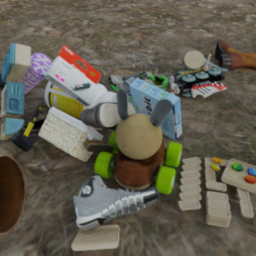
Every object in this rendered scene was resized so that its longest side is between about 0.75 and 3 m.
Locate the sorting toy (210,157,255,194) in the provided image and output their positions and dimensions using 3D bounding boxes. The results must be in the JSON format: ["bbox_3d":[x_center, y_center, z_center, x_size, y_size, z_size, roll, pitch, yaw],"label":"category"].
[{"bbox_3d":[3.199,1.300,8.379,1.516,0.203,1.129,18,35,25],"label":"sorting toy"}]

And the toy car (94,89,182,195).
[{"bbox_3d":[0.361,0.181,7.961,2.282,2.778,2.192,12,39,14],"label":"toy car"}]

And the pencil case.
[{"bbox_3d":[-3.885,-2.100,11.187,1.054,1.035,2.466,4,-14,-45],"label":"pencil case"}]

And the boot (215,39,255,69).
[{"bbox_3d":[5.880,-3.833,14.422,2.513,0.860,2.365,1,39,0],"label":"boot"}]

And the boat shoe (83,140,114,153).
[{"bbox_3d":[-0.893,0.549,8.606,1.030,0.370,0.350,17,22,-44],"label":"boat shoe"}]

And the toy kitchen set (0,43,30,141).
[{"bbox_3d":[-4.589,-1.222,9.106,2.346,1.725,2.928,5,72,-33],"label":"toy kitchen set"}]

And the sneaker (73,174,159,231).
[{"bbox_3d":[-0.389,1.659,7.342,2.241,0.841,1.294,-17,56,-14],"label":"sneaker"}]

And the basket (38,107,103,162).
[{"bbox_3d":[-1.867,0.235,8.995,1.687,1.144,1.041,24,81,30],"label":"basket"}]

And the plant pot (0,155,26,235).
[{"bbox_3d":[-4.026,1.718,7.055,2.050,1.916,1.916,-6,39,9],"label":"plant pot"}]

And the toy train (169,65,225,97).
[{"bbox_3d":[2.970,-2.113,12.258,2.375,1.012,1.353,-16,34,-14],"label":"toy train"}]

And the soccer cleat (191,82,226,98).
[{"bbox_3d":[3.303,-1.527,11.519,1.397,0.595,0.479,-3,26,5],"label":"soccer cleat"}]

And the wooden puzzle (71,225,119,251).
[{"bbox_3d":[-0.731,2.657,6.665,1.045,0.261,1.128,-4,1,-1],"label":"wooden puzzle"}]

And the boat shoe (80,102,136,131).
[{"bbox_3d":[-0.493,-0.354,8.575,0.779,0.914,2.735,-2,-2,22],"label":"boat shoe"}]

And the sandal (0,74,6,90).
[{"bbox_3d":[-5.360,-1.881,12.428,1.890,0.452,0.710,24,40,8],"label":"sandal"}]

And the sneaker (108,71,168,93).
[{"bbox_3d":[0.391,-1.845,11.086,2.529,1.077,0.987,1,48,-24],"label":"sneaker"}]

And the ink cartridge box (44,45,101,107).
[{"bbox_3d":[-1.680,-1.751,9.244,0.368,1.691,1.467,-14,48,50],"label":"ink cartridge box"}]

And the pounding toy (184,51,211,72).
[{"bbox_3d":[2.941,-2.822,12.096,1.092,0.507,0.843,12,79,7],"label":"pounding toy"}]

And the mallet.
[{"bbox_3d":[-3.383,-0.137,9.492,0.415,0.664,2.015,-25,43,28],"label":"mallet"}]

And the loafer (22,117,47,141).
[{"bbox_3d":[-2.916,-0.092,10.036,1.801,0.567,0.647,-26,55,-29],"label":"loafer"}]

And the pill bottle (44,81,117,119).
[{"bbox_3d":[-1.694,-1.059,10.541,2.580,1.451,1.451,18,43,20],"label":"pill bottle"}]

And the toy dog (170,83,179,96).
[{"bbox_3d":[1.857,-1.383,11.412,0.406,0.843,0.556,-16,50,-41],"label":"toy dog"}]

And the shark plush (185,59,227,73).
[{"bbox_3d":[3.650,-2.809,13.249,2.188,0.994,0.911,22,12,-20],"label":"shark plush"}]

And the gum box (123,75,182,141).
[{"bbox_3d":[0.871,-0.696,9.810,2.110,1.793,0.470,30,64,32],"label":"gum box"}]

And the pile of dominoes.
[{"bbox_3d":[2.452,1.754,8.186,1.910,0.390,2.450,7,32,9],"label":"pile of dominoes"}]
